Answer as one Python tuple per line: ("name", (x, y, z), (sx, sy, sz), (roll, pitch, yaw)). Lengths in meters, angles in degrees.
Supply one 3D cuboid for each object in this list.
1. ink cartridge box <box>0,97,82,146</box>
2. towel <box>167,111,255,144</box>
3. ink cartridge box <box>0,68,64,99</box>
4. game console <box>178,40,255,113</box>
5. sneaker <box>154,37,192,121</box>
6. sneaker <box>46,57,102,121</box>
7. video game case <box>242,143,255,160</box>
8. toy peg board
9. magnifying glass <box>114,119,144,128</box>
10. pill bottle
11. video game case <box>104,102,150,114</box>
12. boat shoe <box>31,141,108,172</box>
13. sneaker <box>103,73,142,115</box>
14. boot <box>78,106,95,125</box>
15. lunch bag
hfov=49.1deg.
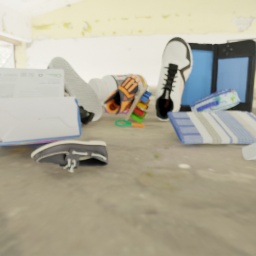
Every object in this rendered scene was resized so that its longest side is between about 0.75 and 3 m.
("ink cartridge box", (-1.956, -0.081, 5.876), (1.477, 0.826, 2.165), (-4, -1, -23))
("towel", (2.241, -0.002, 6.859), (2.333, 0.278, 1.713), (0, 24, -5))
("ink cartridge box", (-3.179, -0.648, 7.910), (2.709, 0.551, 2.715), (0, 50, -11))
("game console", (3.010, -1.702, 9.948), (1.618, 2.735, 2.334), (-5, 10, -38))
("sneaker", (1.474, -1.529, 9.320), (1.054, 2.860, 1.144), (10, 22, 14))
("sneaker", (-1.903, -1.233, 9.763), (0.978, 2.494, 0.990), (-39, 6, -36))
("video game case", (3.529, 0.113, 4.517), (2.411, 0.286, 2.195), (-3, -17, -14))
("toy peg board", (0.482, -0.757, 9.403), (0.540, 1.098, 1.103), (31, 26, 2))
("magnifying glass", (0.032, -0.112, 8.563), (0.928, 0.104, 0.369), (7, 29, 18))
("pill bottle", (-0.512, -1.838, 13.919), (2.815, 1.638, 1.638), (-8, 13, -33))
("video game case", (-0.017, -0.989, 12.171), (1.622, 0.290, 1.470), (4, 25, 19))
("boat shoe", (-0.852, 0.472, 4.435), (1.301, 0.408, 0.473), (-1, -29, -40))
("sneaker", (-0.334, -0.893, 9.398), (0.846, 1.222, 2.181), (40, -22, 7))
("boot", (-1.494, -0.450, 8.535), (0.772, 0.388, 1.032), (25, -18, -18))
("lunch bag", (2.974, -0.838, 9.682), (1.192, 0.611, 1.483), (-14, -7, -44))
